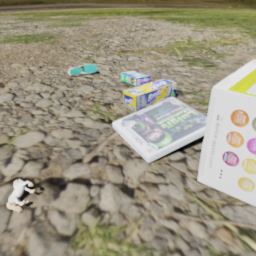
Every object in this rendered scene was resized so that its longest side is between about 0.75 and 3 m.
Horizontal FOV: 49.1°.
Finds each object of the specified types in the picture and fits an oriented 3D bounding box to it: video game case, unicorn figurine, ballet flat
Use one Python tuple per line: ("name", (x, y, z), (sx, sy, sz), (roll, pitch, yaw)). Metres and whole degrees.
("video game case", (1.240, -0.087, 10.209), (2.878, 0.336, 2.617), (-24, 36, -19))
("unicorn figurine", (-2.870, 1.702, 7.489), (0.763, 0.410, 1.111), (1, 33, 20))
("ballet flat", (-2.671, -3.374, 16.397), (1.753, 0.629, 0.629), (-11, 31, -19))

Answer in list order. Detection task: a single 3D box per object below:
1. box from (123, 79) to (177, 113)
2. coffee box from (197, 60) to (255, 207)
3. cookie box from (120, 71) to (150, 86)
("box", (1.037, -1.522, 12.791), (2.552, 0.821, 0.894), (-21, 34, -34))
("coffee box", (4.044, 0.156, 7.611), (2.949, 2.978, 2.982), (22, 36, 33))
("cookie box", (0.371, -2.681, 15.126), (1.063, 0.467, 1.243), (-19, 34, -41))
